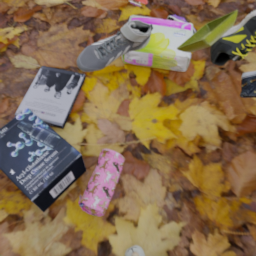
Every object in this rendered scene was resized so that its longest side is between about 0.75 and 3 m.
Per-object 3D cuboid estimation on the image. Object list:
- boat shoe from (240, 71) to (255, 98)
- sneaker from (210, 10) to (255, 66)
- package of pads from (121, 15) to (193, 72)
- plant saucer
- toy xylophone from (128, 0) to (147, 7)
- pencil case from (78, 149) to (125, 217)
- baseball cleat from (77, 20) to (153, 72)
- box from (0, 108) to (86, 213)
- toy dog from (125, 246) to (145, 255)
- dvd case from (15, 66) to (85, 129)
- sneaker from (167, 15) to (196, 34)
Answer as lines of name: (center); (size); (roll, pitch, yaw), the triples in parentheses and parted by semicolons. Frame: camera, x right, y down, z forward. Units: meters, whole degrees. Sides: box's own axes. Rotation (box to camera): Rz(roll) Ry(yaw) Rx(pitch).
boat shoe: (3.726, -1.211, 7.623); (0.556, 1.572, 0.714); (11, 85, -20)
sneaker: (3.595, -2.621, 8.532); (0.992, 2.664, 1.127); (18, 76, -25)
package of pads: (1.307, -3.730, 12.391); (2.988, 1.019, 2.308); (9, 60, 5)
plant saucer: (2.196, -2.553, 7.727); (1.358, 1.356, 0.325); (-41, 107, -13)
toy xylophone: (0.323, -5.576, 11.156); (1.057, 0.363, 1.444); (9, 95, -13)
pencil case: (-0.853, 1.763, 9.253); (0.938, 0.898, 2.169); (30, 61, -13)
baseball cleat: (-0.373, -2.302, 7.553); (2.262, 1.204, 0.789); (-31, 84, -14)
box: (-3.092, 1.032, 9.343); (2.712, 1.452, 2.013); (37, 66, 19)
toy dog: (0.662, 4.504, 7.391); (2.680, 1.291, 1.767); (37, 66, 20)
dvd case: (-3.096, -1.317, 11.379); (1.990, 0.327, 2.648); (13, 61, 7)
sneaker: (2.624, -4.970, 13.361); (0.691, 0.668, 1.656); (-35, 65, -25)
